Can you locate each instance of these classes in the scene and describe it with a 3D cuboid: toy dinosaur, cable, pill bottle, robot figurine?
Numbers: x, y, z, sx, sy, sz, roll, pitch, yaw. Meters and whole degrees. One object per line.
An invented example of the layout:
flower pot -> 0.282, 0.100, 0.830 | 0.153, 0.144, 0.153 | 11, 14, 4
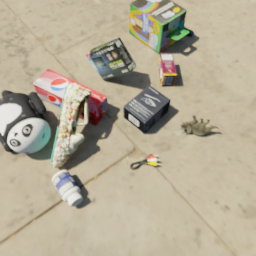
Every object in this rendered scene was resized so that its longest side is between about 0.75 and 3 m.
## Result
toy dinosaur -> 2.463, -0.022, 9.877 | 1.394, 0.537, 0.713 | 17, 85, 1
cable -> 0.533, 1.089, 9.260 | 1.019, 0.256, 0.495 | -6, 55, -5
pill bottle -> -1.838, 1.861, 8.573 | 0.590, 0.590, 1.063 | -32, 62, -18
robot figurine -> -3.600, -0.224, 9.355 | 1.466, 1.765, 2.349 | -23, 60, -32

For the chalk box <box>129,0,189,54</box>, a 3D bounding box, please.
chalk box -> 1.416, -4.403, 12.015 | 1.545, 1.534, 2.475 | -37, 65, -22

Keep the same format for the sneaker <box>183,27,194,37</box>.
sneaker -> 2.564, -4.467, 12.735 | 0.981, 0.359, 0.402 | 24, 61, 14

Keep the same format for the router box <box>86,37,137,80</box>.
router box -> -0.650, -2.546, 10.550 | 1.640, 1.229, 0.509 | -5, 40, 46

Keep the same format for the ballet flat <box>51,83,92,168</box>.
ballet flat -> -1.801, -0.042, 9.048 | 0.909, 1.076, 2.845 | 11, 89, 3

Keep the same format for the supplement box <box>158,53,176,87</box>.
supplement box -> 1.542, -2.324, 11.173 | 0.519, 0.668, 1.211 | -1, 57, -5

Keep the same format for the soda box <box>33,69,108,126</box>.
soda box -> -2.104, -1.148, 10.329 | 2.698, 0.856, 0.945 | 25, 61, 16

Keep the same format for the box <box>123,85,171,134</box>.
box -> 0.675, -0.683, 10.095 | 1.055, 0.744, 1.426 | 40, 66, 22
